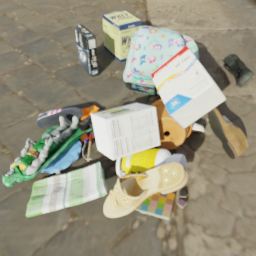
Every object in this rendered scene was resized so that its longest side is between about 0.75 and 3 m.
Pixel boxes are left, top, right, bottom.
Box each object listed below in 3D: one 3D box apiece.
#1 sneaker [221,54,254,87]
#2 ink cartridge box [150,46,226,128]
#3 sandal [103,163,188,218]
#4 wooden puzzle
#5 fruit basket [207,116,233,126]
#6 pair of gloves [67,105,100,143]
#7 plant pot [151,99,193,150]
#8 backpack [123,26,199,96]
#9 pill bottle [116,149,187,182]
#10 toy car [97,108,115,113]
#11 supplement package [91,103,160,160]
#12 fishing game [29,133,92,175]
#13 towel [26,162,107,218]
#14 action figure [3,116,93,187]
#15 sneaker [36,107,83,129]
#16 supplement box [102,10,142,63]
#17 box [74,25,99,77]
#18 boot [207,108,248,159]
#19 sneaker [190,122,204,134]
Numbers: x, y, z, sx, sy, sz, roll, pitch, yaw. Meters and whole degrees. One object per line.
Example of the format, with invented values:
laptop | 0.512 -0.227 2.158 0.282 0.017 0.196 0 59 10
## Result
sneaker | 4.410 -2.472 11.542 1.308 0.753 2.507 45 26 4
ink cartridge box | 1.549 -1.339 8.020 1.390 0.804 2.392 -37 43 19
sandal | 0.124 1.361 6.721 2.544 0.837 0.933 -29 43 26
wooden puzzle | 0.754 1.959 7.673 1.669 0.117 0.990 12 43 15
fruit basket | 3.292 -0.171 9.854 0.786 0.369 0.728 -14 44 -15
pair of gloves | -1.409 -0.218 10.004 1.486 0.206 1.667 -27 48 -26
plant pot | 1.226 -0.034 8.633 1.545 1.545 1.081 7 24 8
backpack | 1.328 -2.544 10.923 2.774 2.088 2.462 12 79 2
pill bottle | 0.647 1.063 7.680 1.773 0.986 0.986 -2 38 28
toy car | -0.349 0.156 9.051 1.180 1.133 1.436 -14 77 -11
supplement package | -0.079 0.042 7.797 1.482 1.117 1.125 -16 17 -24
fishing game | -2.166 0.835 8.727 2.216 0.345 1.587 -10 42 7
towel | -1.611 1.574 7.420 2.012 0.309 1.501 -15 21 -4
action figure | -2.513 0.653 8.201 1.712 0.793 2.898 -2 33 32
sneaker | -2.425 -0.481 9.904 1.626 0.570 0.667 -13 31 -8
supplement box | -0.300 -4.449 13.535 1.193 1.776 1.778 -21 46 -22
box | -1.814 -3.379 12.314 0.399 1.834 1.469 -21 47 -21
boot | 3.062 0.059 8.673 0.655 0.639 1.736 -28 87 -10
sneaker | 1.752 -0.324 9.581 1.815 0.661 0.768 16 78 11
